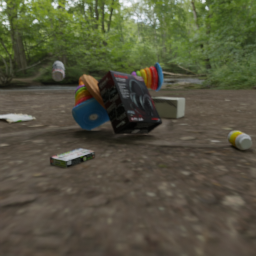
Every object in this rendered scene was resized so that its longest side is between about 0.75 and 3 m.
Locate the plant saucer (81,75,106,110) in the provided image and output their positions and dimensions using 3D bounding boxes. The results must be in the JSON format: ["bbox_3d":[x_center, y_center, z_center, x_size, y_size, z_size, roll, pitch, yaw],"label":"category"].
[{"bbox_3d":[-0.974,-1.210,10.055,0.293,1.818,1.818,-39,7,8],"label":"plant saucer"}]

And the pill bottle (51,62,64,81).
[{"bbox_3d":[-2.869,-2.334,11.474,0.499,0.499,0.862,-2,40,-11],"label":"pill bottle"}]

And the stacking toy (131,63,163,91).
[{"bbox_3d":[0.568,-2.489,14.465,2.258,1.311,1.239,-8,-8,-9],"label":"stacking toy"}]

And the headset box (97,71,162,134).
[{"bbox_3d":[0.009,-0.888,9.183,1.564,2.101,0.812,2,-29,-45],"label":"headset box"}]

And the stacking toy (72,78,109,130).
[{"bbox_3d":[-1.542,-1.163,10.483,1.260,1.332,2.296,-26,50,4],"label":"stacking toy"}]

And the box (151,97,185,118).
[{"bbox_3d":[1.407,-1.095,14.335,2.769,0.947,1.138,6,12,29],"label":"box"}]

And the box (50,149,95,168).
[{"bbox_3d":[-1.279,0.690,6.531,0.525,0.166,0.954,7,12,33],"label":"box"}]

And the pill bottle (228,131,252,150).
[{"bbox_3d":[3.087,0.347,7.718,0.428,0.428,0.783,0,9,-1],"label":"pill bottle"}]

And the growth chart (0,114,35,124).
[{"bbox_3d":[-5.320,-0.477,13.047,2.123,0.188,1.537,9,13,41],"label":"growth chart"}]
